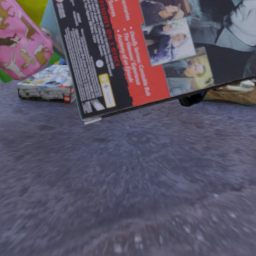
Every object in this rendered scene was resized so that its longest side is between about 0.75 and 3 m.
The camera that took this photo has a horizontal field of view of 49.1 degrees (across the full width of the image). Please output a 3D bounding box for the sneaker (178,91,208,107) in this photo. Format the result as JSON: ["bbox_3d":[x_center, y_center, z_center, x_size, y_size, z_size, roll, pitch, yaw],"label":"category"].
[{"bbox_3d":[1.069,-1.074,4.607,0.613,1.677,0.938,-10,46,1],"label":"sneaker"}]

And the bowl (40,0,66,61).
[{"bbox_3d":[-0.748,-1.251,3.850,1.119,1.119,0.585,30,82,45],"label":"bowl"}]

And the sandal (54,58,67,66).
[{"bbox_3d":[-3.183,-3.256,13.314,0.645,0.588,1.480,1,27,-8],"label":"sandal"}]

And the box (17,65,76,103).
[{"bbox_3d":[-2.398,-1.661,10.059,1.849,0.539,2.701,6,27,11],"label":"box"}]

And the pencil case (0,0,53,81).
[{"bbox_3d":[-1.382,-1.141,2.711,0.596,1.440,0.623,9,59,46],"label":"pencil case"}]

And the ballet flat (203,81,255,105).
[{"bbox_3d":[3.000,-1.325,8.995,2.515,0.821,0.887,7,40,18],"label":"ballet flat"}]

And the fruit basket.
[{"bbox_3d":[-2.068,-2.310,5.703,2.619,2.619,1.889,-24,66,-39],"label":"fruit basket"}]

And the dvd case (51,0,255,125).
[{"bbox_3d":[0.592,-1.282,2.777,2.629,1.920,0.289,-15,0,0],"label":"dvd case"}]
